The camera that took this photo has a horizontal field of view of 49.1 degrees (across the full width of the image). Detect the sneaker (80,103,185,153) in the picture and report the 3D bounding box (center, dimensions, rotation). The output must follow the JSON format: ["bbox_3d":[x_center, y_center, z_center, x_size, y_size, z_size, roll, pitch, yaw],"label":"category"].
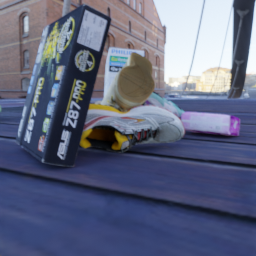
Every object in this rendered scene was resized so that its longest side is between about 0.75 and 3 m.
[{"bbox_3d":[0.034,0.139,6.074,2.454,0.955,1.008,0,38,-7],"label":"sneaker"}]

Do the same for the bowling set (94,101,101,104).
[{"bbox_3d":[-1.308,-0.445,10.672,1.626,1.132,0.873,23,42,17],"label":"bowling set"}]

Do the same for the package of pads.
[{"bbox_3d":[2.386,-0.112,8.193,1.515,0.573,0.913,7,1,40],"label":"package of pads"}]

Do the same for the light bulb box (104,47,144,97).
[{"bbox_3d":[-0.282,-2.020,13.034,1.578,2.529,2.507,4,-8,-8],"label":"light bulb box"}]

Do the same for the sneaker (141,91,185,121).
[{"bbox_3d":[0.987,-0.330,8.801,1.684,1.178,0.654,28,16,-23],"label":"sneaker"}]

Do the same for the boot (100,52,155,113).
[{"bbox_3d":[-0.208,-0.739,7.653,0.969,2.069,2.662,27,32,-13],"label":"boot"}]

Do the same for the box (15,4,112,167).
[{"bbox_3d":[-1.385,-0.795,5.526,0.664,2.704,2.180,15,-1,-32],"label":"box"}]
